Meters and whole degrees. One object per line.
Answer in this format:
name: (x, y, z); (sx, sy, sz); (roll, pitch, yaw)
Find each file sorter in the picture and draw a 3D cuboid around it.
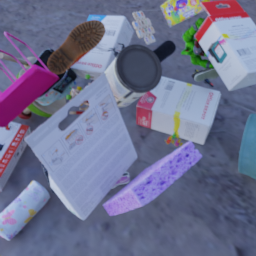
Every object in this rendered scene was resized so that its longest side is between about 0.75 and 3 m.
file sorter: (-3.690, -1.349, 8.293); (2.446, 1.700, 1.534); (-40, 88, 5)

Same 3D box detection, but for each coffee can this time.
coffee can: (-0.012, -1.252, 7.160); (1.161, 1.586, 1.161); (4, 80, -20)

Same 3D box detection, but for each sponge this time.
sponge: (0.374, 1.276, 6.371); (1.617, 2.898, 0.432); (-35, 83, -24)

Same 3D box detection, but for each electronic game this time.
electronic game: (2.892, -1.885, 10.644); (0.945, 0.197, 0.945); (36, 22, -17)

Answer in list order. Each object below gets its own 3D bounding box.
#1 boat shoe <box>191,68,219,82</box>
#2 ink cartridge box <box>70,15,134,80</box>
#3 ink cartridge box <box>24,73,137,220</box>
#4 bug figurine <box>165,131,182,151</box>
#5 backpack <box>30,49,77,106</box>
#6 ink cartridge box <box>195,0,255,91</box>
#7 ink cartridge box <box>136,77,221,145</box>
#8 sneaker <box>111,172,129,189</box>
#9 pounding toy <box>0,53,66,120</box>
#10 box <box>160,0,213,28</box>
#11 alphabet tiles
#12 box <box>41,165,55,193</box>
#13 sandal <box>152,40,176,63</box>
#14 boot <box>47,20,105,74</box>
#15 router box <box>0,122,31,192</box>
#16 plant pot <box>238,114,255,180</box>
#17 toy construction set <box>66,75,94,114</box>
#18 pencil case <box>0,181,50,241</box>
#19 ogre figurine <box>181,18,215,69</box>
boat shoe: (2.688, -1.855, 9.590); (1.054, 0.376, 0.317); (-14, 35, -14)
ink cartridge box: (-0.947, -2.827, 10.037); (1.573, 0.908, 2.168); (15, 79, 27)
ink cartridge box: (-1.051, 0.485, 6.932); (0.749, 2.989, 2.406); (18, 53, 40)
bug figurine: (1.369, 0.460, 8.333); (0.199, 0.775, 0.601); (1, 43, 40)
backpack: (-2.760, -1.646, 9.697); (1.698, 1.278, 1.507); (-44, 66, -2)
ink cartridge box: (3.220, -2.613, 8.621); (1.580, 0.915, 2.720); (-16, 69, -25)
ink cartridge box: (1.915, -0.745, 10.788); (2.744, 1.145, 1.992); (18, 51, 15)
sneaker: (-0.399, 1.655, 9.098); (0.920, 0.525, 0.334); (-19, 53, -14)
pounding toy: (-3.905, -1.393, 11.116); (2.868, 1.331, 2.214); (57, 24, 3)
box: (1.975, -4.144, 9.350); (1.294, 0.789, 1.246); (-14, 26, 39)
alphabet tiles: (0.451, -2.845, 7.972); (0.071, 0.952, 0.973); (-18, 14, 38)
box: (-1.998, 1.319, 7.843); (0.575, 0.775, 0.415); (-22, 28, -21)
sandal: (0.787, -2.108, 8.591); (1.571, 0.354, 0.590); (-35, 91, -12)
boot: (-1.447, -2.384, 8.157); (1.965, 0.737, 1.054); (-36, 11, 13)
router box: (-4.898, 0.776, 9.621); (2.208, 0.601, 2.460); (13, 50, 1)
plant pot: (4.979, 0.759, 8.498); (2.799, 2.978, 2.978); (11, 48, 29)
toy construction set: (-1.385, -0.753, 7.772); (0.900, 1.171, 0.977); (-3, 49, -35)
pencil case: (-3.161, 2.403, 8.282); (0.807, 0.740, 1.780); (27, 54, 19)
ogre figurine: (2.489, -2.848, 9.823); (1.119, 1.867, 0.916); (15, 68, 54)
